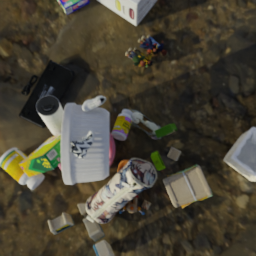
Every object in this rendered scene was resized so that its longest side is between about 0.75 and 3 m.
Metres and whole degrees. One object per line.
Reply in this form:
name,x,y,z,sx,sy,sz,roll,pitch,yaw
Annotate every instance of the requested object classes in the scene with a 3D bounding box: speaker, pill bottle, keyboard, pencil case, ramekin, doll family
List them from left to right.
pill bottle,-4.056,1.596,10.784,1.627,0.917,0.917,39,82,6
keyboard,-3.539,-1.497,11.682,1.639,0.350,2.730,26,80,-2
speaker,-2.616,-0.364,9.958,0.787,1.939,0.787,0,68,0
ramekin,-1.351,0.536,9.473,1.435,2.734,2.734,1,79,-5
pencil case,-0.330,2.197,9.512,1.104,1.270,2.839,49,121,10
pill bottle,-0.200,-0.133,10.850,0.603,0.603,1.156,18,66,3
doll family,0.843,-3.169,11.789,1.133,0.769,1.961,40,79,12

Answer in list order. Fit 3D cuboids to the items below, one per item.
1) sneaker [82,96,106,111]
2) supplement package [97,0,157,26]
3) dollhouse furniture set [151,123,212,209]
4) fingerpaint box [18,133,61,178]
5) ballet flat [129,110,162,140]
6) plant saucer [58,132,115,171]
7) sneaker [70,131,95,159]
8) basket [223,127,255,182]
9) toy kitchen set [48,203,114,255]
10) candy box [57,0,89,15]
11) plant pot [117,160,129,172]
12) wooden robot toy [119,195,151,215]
sneaker,-1.048,-0.771,8.629,0.817,0.407,0.306,-32,108,-18
supplement package,-0.165,-6.334,11.916,2.944,1.633,2.293,35,81,7
dollhouse furniture set,1.806,1.312,10.184,1.446,1.117,2.893,-25,84,15
fingerpaint box,-2.647,0.852,9.691,1.435,1.720,0.631,-20,109,35
ballet flat,0.631,-0.232,11.261,1.886,0.678,0.678,35,81,6
plant saucer,-1.663,0.893,11.039,2.360,0.598,2.360,-1,78,4
sneaker,-1.340,0.402,7.940,0.559,0.343,0.859,27,90,-26
basket,4.778,1.058,10.718,1.531,1.242,1.544,38,82,7
toy kitchen set,-1.737,4.125,10.326,1.698,1.248,2.119,-26,60,-8
candy box,-2.608,-5.941,12.380,1.211,0.552,1.433,-33,81,-9
plant pot,0.301,1.810,10.585,0.895,1.279,1.279,-2,77,-35
wooden robot toy,0.057,2.927,10.614,1.664,0.755,0.733,2,80,0
